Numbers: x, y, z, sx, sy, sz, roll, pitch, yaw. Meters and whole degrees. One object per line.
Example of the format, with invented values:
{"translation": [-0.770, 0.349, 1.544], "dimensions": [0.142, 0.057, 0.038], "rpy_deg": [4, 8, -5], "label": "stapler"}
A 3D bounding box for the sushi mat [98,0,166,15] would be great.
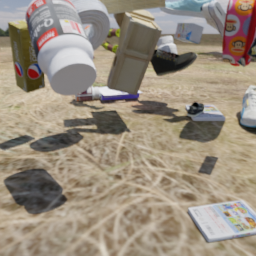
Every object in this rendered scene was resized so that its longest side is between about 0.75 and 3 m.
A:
{"translation": [0.063, -3.977, 8.352], "dimensions": [2.088, 0.999, 0.126], "rpy_deg": [-3, 44, 10], "label": "sushi mat"}

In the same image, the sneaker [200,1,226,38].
{"translation": [3.192, -3.841, 10.046], "dimensions": [0.636, 0.656, 1.797], "rpy_deg": [18, -14, 46], "label": "sneaker"}

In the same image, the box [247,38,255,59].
{"translation": [3.079, -2.045, 6.424], "dimensions": [0.256, 0.883, 1.111], "rpy_deg": [30, 21, 17], "label": "box"}

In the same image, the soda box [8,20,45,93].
{"translation": [-2.890, -2.034, 8.058], "dimensions": [0.620, 1.937, 0.656], "rpy_deg": [32, 43, 30], "label": "soda box"}

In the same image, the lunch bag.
{"translation": [3.718, -3.097, 9.087], "dimensions": [1.076, 2.313, 2.626], "rpy_deg": [14, 34, 24], "label": "lunch bag"}

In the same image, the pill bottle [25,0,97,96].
{"translation": [-1.268, -1.579, 5.347], "dimensions": [1.047, 1.047, 1.807], "rpy_deg": [-10, 60, -25], "label": "pill bottle"}

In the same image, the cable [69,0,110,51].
{"translation": [-1.318, -2.791, 7.858], "dimensions": [1.776, 1.776, 0.615], "rpy_deg": [4, 50, -54], "label": "cable"}

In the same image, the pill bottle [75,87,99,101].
{"translation": [-2.023, -1.689, 13.765], "dimensions": [1.175, 0.671, 0.671], "rpy_deg": [-4, 21, -11], "label": "pill bottle"}

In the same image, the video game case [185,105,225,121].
{"translation": [3.178, -0.641, 11.721], "dimensions": [1.262, 0.159, 1.762], "rpy_deg": [0, 21, 1], "label": "video game case"}

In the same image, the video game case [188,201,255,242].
{"translation": [1.906, 1.767, 5.396], "dimensions": [1.238, 0.112, 0.886], "rpy_deg": [-5, 21, -12], "label": "video game case"}

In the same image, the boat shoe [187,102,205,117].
{"translation": [2.797, -0.830, 11.367], "dimensions": [0.497, 0.468, 1.385], "rpy_deg": [11, 22, 31], "label": "boat shoe"}

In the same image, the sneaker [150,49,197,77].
{"translation": [1.684, -2.741, 11.051], "dimensions": [1.908, 1.014, 0.714], "rpy_deg": [-15, 38, 36], "label": "sneaker"}

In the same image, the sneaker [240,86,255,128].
{"translation": [4.886, -0.791, 10.660], "dimensions": [1.128, 1.191, 2.948], "rpy_deg": [6, 22, 10], "label": "sneaker"}

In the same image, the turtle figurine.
{"translation": [-1.221, -3.974, 11.984], "dimensions": [2.070, 2.567, 0.827], "rpy_deg": [19, -3, 32], "label": "turtle figurine"}

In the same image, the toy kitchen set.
{"translation": [-0.556, -3.061, 9.923], "dimensions": [2.218, 2.453, 2.719], "rpy_deg": [10, 33, -18], "label": "toy kitchen set"}

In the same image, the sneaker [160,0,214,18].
{"translation": [2.334, -4.898, 11.011], "dimensions": [2.175, 0.891, 0.804], "rpy_deg": [13, 32, 16], "label": "sneaker"}

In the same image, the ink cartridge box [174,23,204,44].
{"translation": [2.454, -3.857, 11.385], "dimensions": [0.649, 0.661, 0.897], "rpy_deg": [4, 15, -36], "label": "ink cartridge box"}

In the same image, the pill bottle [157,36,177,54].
{"translation": [1.765, -3.233, 12.548], "dimensions": [0.874, 1.542, 0.874], "rpy_deg": [-12, 2, 0], "label": "pill bottle"}

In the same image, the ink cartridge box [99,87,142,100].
{"translation": [-0.488, -1.740, 14.207], "dimensions": [1.981, 0.434, 2.000], "rpy_deg": [-6, 19, -15], "label": "ink cartridge box"}
